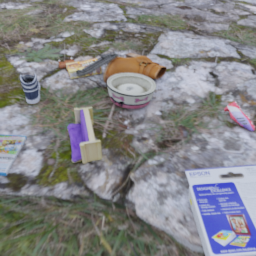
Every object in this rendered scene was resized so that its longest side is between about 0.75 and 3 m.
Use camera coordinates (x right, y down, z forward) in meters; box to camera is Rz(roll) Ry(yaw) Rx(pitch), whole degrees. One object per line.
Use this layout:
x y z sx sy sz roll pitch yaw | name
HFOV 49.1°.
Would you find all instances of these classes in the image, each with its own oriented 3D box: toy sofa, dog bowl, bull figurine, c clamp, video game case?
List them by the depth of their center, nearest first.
-4.672 0.927 10.137 1.350 0.168 1.886 3 41 4 | video game case
-1.685 0.222 10.390 1.080 0.916 2.213 -8 41 -11 | toy sofa
0.122 -1.644 12.518 2.199 0.811 2.199 4 35 -3 | dog bowl
-1.623 -3.148 13.998 2.228 0.353 2.608 5 38 48 | c clamp
-3.220 -3.504 15.205 1.188 0.387 0.721 -12 38 -17 | bull figurine

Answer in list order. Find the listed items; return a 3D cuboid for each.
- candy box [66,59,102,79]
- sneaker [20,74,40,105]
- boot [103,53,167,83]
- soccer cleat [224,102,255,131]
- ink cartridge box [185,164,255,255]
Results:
-2.317 -3.114 14.664 1.685 0.466 0.973 -13 42 -15 | candy box
-4.557 -2.167 12.975 0.778 1.205 2.221 -13 42 -15 | sneaker
0.370 -2.792 13.858 2.278 1.085 2.945 27 49 23 | boot
4.579 -0.390 11.522 0.616 0.537 1.610 -37 49 18 | soccer cleat
3.302 2.378 8.089 2.836 0.674 2.870 -4 39 -2 | ink cartridge box
